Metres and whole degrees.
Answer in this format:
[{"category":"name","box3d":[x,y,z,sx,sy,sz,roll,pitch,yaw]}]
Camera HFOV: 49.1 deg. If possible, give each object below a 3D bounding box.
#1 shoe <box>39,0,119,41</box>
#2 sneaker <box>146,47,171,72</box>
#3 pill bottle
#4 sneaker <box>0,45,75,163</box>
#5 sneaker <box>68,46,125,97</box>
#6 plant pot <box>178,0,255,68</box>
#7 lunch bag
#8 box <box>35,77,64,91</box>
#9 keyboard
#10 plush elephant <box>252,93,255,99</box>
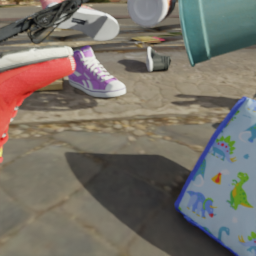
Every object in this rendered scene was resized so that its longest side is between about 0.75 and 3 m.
[{"category":"shoe","box3d":[-1.542,-3.700,9.070,2.615,0.934,1.189,0,52,-39]},{"category":"sneaker","box3d":[1.411,-3.177,13.077,1.066,0.760,2.150,1,34,-2]},{"category":"pill bottle","box3d":[0.709,-3.346,7.474,1.014,1.014,1.807,9,31,16]},{"category":"sneaker","box3d":[-1.717,-0.114,3.328,2.653,1.126,1.022,-27,16,4]},{"category":"sneaker","box3d":[-1.273,-2.099,10.195,2.797,1.595,1.014,22,34,32]},{"category":"plant pot","box3d":[2.467,-2.769,7.177,1.991,2.033,2.033,-8,25,22]},{"category":"lunch bag","box3d":[2.242,0.979,4.657,2.404,1.532,2.044,-48,45,-14]},{"category":"box","box3d":[-3.913,-1.907,11.139,2.661,0.283,2.176,-5,28,-9]},{"category":"keyboard","box3d":[-1.597,-1.718,4.807,2.281,0.452,1.187,-41,33,-29]},{"category":"plush elephant","box3d":[4.778,-1.097,8.772,1.423,1.728,1.338,-28,60,-21]}]
